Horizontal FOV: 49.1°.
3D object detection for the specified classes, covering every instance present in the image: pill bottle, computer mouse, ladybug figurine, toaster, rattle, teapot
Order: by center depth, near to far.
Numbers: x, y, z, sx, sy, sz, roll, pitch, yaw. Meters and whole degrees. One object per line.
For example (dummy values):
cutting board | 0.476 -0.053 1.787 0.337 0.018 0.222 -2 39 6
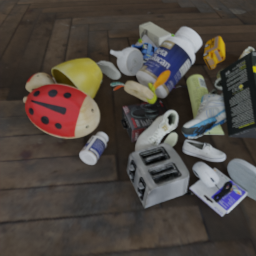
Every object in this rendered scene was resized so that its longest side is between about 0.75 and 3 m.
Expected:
computer mouse | 2.518 1.564 8.655 0.763 0.305 1.392 -39 55 -5
toaster | 0.977 1.464 8.785 1.737 1.031 1.571 -14 46 -15
ladybug figurine | -2.400 -0.616 9.825 2.793 1.005 1.896 13 89 3
pill bottle | -1.163 0.688 9.876 0.643 0.643 1.157 17 46 17
rattle | 0.390 -1.840 10.869 1.299 1.425 1.995 12 11 -43
ladybug figurine | -3.699 -1.869 11.896 1.241 1.829 0.658 0 84 -26
pill bottle | 1.796 -2.817 11.924 1.592 1.592 2.867 36 85 32
teapot | -0.016 -3.121 13.203 1.382 1.400 1.023 -31 34 -35

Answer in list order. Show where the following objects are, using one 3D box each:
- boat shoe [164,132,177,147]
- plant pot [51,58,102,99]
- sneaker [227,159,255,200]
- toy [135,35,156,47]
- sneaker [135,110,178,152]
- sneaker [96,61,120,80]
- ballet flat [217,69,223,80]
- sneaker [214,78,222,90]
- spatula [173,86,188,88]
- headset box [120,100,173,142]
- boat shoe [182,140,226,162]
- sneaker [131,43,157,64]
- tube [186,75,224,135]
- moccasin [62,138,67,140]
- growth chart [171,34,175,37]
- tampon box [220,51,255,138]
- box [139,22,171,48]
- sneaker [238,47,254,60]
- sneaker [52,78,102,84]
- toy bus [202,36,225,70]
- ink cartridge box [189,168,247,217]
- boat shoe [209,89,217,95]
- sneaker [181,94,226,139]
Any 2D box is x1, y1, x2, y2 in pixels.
boat shoe | 1.358 0.530 9.651 0.407 1.132 0.383 8 40 -12
plant pot | -1.921 -2.030 11.524 2.016 2.016 1.431 34 67 30
sneaker | 4.313 1.828 8.629 0.920 0.949 2.597 -24 54 -41
toy | 0.979 -4.361 15.234 0.878 0.360 1.525 -43 47 16
sneaker | 0.972 0.158 9.385 0.695 1.090 1.885 38 64 -6
sneaker | -0.876 -2.894 13.686 0.648 0.615 1.610 -30 52 -35
ballet flat | 4.953 -2.442 12.323 2.057 0.727 0.727 -8 40 22
sneaker | 4.593 -2.068 11.779 1.975 0.721 0.699 -26 1 33
spatula | 2.368 -1.879 12.870 0.981 0.101 0.277 0 15 6
headset box | 0.646 -0.275 10.824 1.847 0.713 1.374 -10 46 -12
boat shoe | 2.677 0.782 9.825 1.510 0.494 0.556 11 34 9
sneaker | 1.100 -3.773 14.164 2.189 0.900 0.809 1 50 7
tube | 3.005 -0.913 11.496 0.846 0.757 2.914 -25 50 26
moccasin | -2.408 -0.159 10.760 0.452 0.477 1.237 1 53 2
growth chart | 2.269 -4.659 15.782 1.865 0.229 2.577 16 48 17
tampon box | 4.521 -1.016 9.559 1.885 1.587 2.515 2 76 -20
box | 1.477 -5.026 15.502 0.771 0.927 2.255 -23 41 -15
sneaker | 5.895 -3.472 14.189 0.670 0.707 1.751 23 49 20
sneaker | -2.443 -2.365 12.815 2.362 0.954 0.904 -9 45 1
toy bus | 4.357 -3.807 14.166 0.897 0.745 2.290 -20 27 30
ink cartridge box | 2.780 2.014 8.744 1.298 0.282 1.286 -29 51 -27
boat shoe | 3.628 -1.309 12.104 0.372 0.335 1.052 32 49 -6
sneaker | 2.949 -0.582 10.458 2.901 1.088 1.257 -24 70 -28
